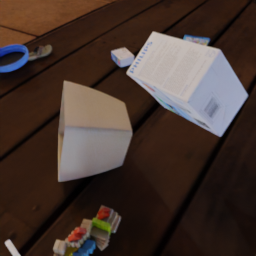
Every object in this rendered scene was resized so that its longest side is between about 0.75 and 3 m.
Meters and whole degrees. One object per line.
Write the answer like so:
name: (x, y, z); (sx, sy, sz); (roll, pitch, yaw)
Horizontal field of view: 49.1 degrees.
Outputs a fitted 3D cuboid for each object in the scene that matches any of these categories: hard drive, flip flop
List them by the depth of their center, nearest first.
hard drive: (-2.978, 3.671, 7.714); (0.147, 0.728, 1.104); (-34, 53, -31)
flip flop: (-5.334, -4.515, 16.539); (1.843, 0.530, 0.747); (-30, 51, -28)

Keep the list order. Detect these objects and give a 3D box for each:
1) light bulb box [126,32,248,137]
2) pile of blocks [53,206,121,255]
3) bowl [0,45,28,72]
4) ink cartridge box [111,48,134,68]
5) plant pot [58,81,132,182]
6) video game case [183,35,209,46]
light bulb box: (2.003, -1.483, 9.537); (2.866, 2.841, 1.789); (35, 91, 44)
pile of blocks: (-1.175, 3.175, 8.234); (0.977, 0.740, 2.380); (34, 53, 31)
bowl: (-6.699, -3.907, 15.775); (2.224, 0.437, 2.224); (-5, 47, 6)
ink cartridge box: (-0.369, -4.107, 16.109); (0.935, 0.523, 1.371); (-21, 49, -20)
plant pot: (-1.285, 0.184, 10.284); (2.335, 2.638, 2.635); (4, 41, -17)
video game case: (2.277, -2.892, 9.670); (0.871, 0.624, 0.078); (5, 61, -9)
